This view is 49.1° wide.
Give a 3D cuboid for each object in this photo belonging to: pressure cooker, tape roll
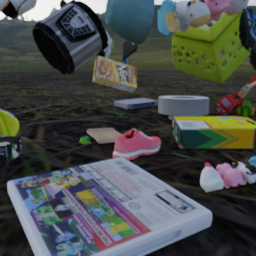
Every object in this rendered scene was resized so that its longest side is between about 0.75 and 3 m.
[{"bbox_3d":[-1.298,-2.230,6.721,1.398,1.377,1.565,32,63,33],"label":"pressure cooker"},{"bbox_3d":[2.256,-0.926,11.451,2.027,0.670,2.027,0,11,0],"label":"tape roll"}]

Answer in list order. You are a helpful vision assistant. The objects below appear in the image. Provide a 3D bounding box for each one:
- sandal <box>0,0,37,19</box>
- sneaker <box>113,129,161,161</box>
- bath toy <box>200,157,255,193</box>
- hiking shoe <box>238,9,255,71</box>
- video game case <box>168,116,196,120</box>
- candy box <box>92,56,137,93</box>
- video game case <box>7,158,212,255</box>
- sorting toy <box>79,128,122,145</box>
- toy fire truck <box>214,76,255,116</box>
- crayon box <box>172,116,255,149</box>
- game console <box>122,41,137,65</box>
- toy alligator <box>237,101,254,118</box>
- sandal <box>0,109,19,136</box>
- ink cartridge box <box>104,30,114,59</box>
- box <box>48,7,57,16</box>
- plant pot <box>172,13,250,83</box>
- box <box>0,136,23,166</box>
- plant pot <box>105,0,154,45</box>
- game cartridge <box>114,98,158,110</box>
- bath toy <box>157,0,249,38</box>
[{"bbox_3d":[-2.136,-2.900,5.996,0.774,0.579,2.019,14,64,53],"label":"sandal"},{"bbox_3d":[0.291,0.332,6.877,0.577,0.679,1.566,14,19,43],"label":"sneaker"},{"bbox_3d":[1.930,0.849,5.244,1.405,0.519,0.611,-5,-18,-22],"label":"bath toy"},{"bbox_3d":[2.910,-1.957,6.132,0.689,1.589,0.591,-10,-20,3],"label":"hiking shoe"},{"bbox_3d":[2.255,-0.323,10.503,0.925,0.123,1.295,-8,17,-28],"label":"video game case"},{"bbox_3d":[-0.277,-1.161,6.122,0.941,0.543,0.260,12,-26,-21],"label":"candy box"},{"bbox_3d":[-0.451,1.178,4.430,2.336,0.295,2.564,-9,18,-31],"label":"video game case"},{"bbox_3d":[-0.830,0.263,8.097,1.330,0.196,0.983,-3,19,-26],"label":"sorting toy"},{"bbox_3d":[4.649,-1.345,11.601,2.237,1.578,0.545,-17,63,-48],"label":"toy fire truck"},{"bbox_3d":[2.495,0.099,7.929,2.323,0.590,1.475,0,15,2],"label":"crayon box"},{"bbox_3d":[0.124,-2.804,10.563,0.969,0.641,1.101,-30,39,29],"label":"game console"},{"bbox_3d":[4.977,-0.881,11.756,0.611,0.559,2.059,7,16,25],"label":"toy alligator"},{"bbox_3d":[-4.459,0.003,7.396,2.931,1.165,1.276,-5,11,-23],"label":"sandal"},{"bbox_3d":[-1.097,-3.473,11.536,0.464,0.800,1.104,18,-11,25],"label":"ink cartridge box"},{"bbox_3d":[-2.257,-3.188,8.962,0.524,0.986,0.751,41,16,13],"label":"box"},{"bbox_3d":[2.887,-3.319,9.913,2.306,2.103,2.317,-47,46,-11],"label":"plant pot"},{"bbox_3d":[-2.916,0.516,6.572,0.565,0.473,0.760,2,15,8],"label":"box"},{"bbox_3d":[-0.053,-3.277,7.985,1.085,1.611,1.611,3,13,-18],"label":"plant pot"},{"bbox_3d":[0.366,-1.151,13.337,1.823,0.350,1.181,-10,14,-34],"label":"game cartridge"},{"bbox_3d":[1.814,-2.795,6.344,2.377,0.878,1.033,-25,46,-18],"label":"bath toy"}]
